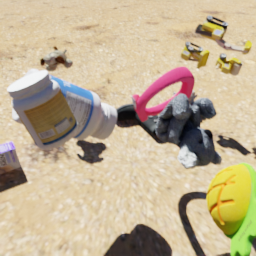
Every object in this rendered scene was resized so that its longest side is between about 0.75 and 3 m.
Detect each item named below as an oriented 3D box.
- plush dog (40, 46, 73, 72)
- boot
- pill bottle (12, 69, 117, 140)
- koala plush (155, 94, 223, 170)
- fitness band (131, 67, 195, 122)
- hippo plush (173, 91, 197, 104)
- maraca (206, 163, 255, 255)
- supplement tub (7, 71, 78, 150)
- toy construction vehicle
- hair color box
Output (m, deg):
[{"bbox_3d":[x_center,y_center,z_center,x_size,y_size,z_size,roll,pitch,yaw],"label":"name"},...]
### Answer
[{"bbox_3d":[-2.732,-2.559,10.399,1.118,0.897,0.960,-8,18,11],"label":"plush dog"},{"bbox_3d":[0.524,-0.280,11.442,1.627,0.648,1.974,-23,47,-25],"label":"boot"},{"bbox_3d":[-1.484,-0.435,6.946,2.331,1.308,1.308,20,23,-36],"label":"pill bottle"},{"bbox_3d":[1.462,0.253,6.457,1.371,1.421,1.546,-1,53,-41],"label":"koala plush"},{"bbox_3d":[0.988,-0.853,7.717,1.731,2.410,0.451,-26,75,0],"label":"fitness band"},{"bbox_3d":[2.412,-1.313,12.464,1.002,0.992,1.246,20,41,23],"label":"hippo plush"},{"bbox_3d":[1.616,1.138,4.075,0.853,1.093,1.595,16,22,3],"label":"maraca"},{"bbox_3d":[-1.557,-0.322,5.191,0.905,1.251,0.905,-16,30,9],"label":"supplement tub"},{"bbox_3d":[2.990,-2.719,9.975,2.318,2.018,0.816,33,63,16],"label":"toy construction vehicle"},{"bbox_3d":[-4.479,1.140,9.245,1.587,0.868,0.514,-19,41,-23],"label":"hair color box"}]
